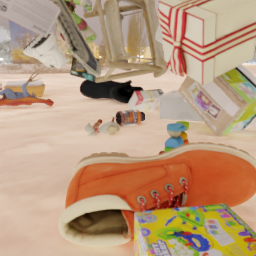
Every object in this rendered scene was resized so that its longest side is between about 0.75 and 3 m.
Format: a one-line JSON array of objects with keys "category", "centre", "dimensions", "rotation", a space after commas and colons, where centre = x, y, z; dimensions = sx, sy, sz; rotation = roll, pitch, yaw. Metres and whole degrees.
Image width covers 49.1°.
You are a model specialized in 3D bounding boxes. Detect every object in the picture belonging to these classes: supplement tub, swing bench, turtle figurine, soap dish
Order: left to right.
[{"category": "soap dish", "centre": [-5.630, -2.157, 15.429], "dimensions": [2.059, 0.836, 1.620], "rotation": [-4, 14, -16]}, {"category": "turtle figurine", "centre": [-1.979, -3.499, 9.291], "dimensions": [2.433, 1.751, 2.359], "rotation": [23, -16, 32]}, {"category": "swing bench", "centre": [0.068, -3.389, 10.447], "dimensions": [2.831, 2.816, 1.837], "rotation": [-9, -5, -20]}, {"category": "supplement tub", "centre": [0.083, -0.319, 8.542], "dimensions": [0.864, 0.462, 0.462], "rotation": [-8, 16, -29]}]

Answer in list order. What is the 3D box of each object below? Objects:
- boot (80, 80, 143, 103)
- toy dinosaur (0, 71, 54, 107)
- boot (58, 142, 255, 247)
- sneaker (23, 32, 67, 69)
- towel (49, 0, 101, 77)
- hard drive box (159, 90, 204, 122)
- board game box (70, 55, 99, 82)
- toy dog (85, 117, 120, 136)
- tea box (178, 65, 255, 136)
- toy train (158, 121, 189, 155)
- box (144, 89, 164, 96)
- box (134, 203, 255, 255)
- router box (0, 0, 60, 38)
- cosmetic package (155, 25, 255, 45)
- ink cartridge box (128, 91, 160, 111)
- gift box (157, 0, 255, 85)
[{"category": "boot", "centre": [-0.854, -1.848, 13.502], "dimensions": [2.866, 1.094, 2.408], "rotation": [4, 8, -12]}, {"category": "toy dinosaur", "centre": [-4.395, -1.094, 11.709], "dimensions": [2.275, 2.507, 1.316], "rotation": [25, -20, 15]}, {"category": "boot", "centre": [0.407, 0.808, 3.184], "dimensions": [2.372, 0.890, 1.272], "rotation": [-7, 16, 7]}, {"category": "sneaker", "centre": [-2.752, -2.499, 9.332], "dimensions": [0.974, 1.051, 2.593], "rotation": [-47, 32, -5]}, {"category": "towel", "centre": [-1.477, -2.406, 6.429], "dimensions": [0.419, 2.427, 2.337], "rotation": [-28, -1, 4]}, {"category": "hard drive box", "centre": [2.153, -0.834, 9.943], "dimensions": [1.631, 0.804, 2.093], "rotation": [4, 14, 19]}, {"category": "board game box", "centre": [-1.644, -2.256, 10.418], "dimensions": [1.221, 0.826, 0.172], "rotation": [21, 17, 33]}, {"category": "toy dog", "centre": [-0.678, -0.079, 7.527], "dimensions": [0.947, 0.456, 0.625], "rotation": [-3, 14, -12]}, {"category": "tea box", "centre": [2.726, -0.929, 7.804], "dimensions": [1.770, 1.202, 1.799], "rotation": [-12, 54, -35]}, {"category": "toy train", "centre": [1.084, 0.208, 5.613], "dimensions": [0.574, 0.785, 1.357], "rotation": [8, 16, 27]}, {"category": "box", "centre": [0.856, -1.206, 11.570], "dimensions": [1.073, 0.846, 0.267], "rotation": [-13, 62, -42]}, {"category": "box", "centre": [0.576, 1.117, 2.249], "dimensions": [0.909, 0.576, 0.944], "rotation": [-2, 14, -9]}, {"category": "router box", "centre": [-2.158, -2.073, 3.540], "dimensions": [1.848, 0.503, 2.059], "rotation": [35, 11, 14]}, {"category": "cosmetic package", "centre": [2.328, -2.939, 7.398], "dimensions": [2.310, 1.933, 1.921], "rotation": [-20, 47, -42]}, {"category": "ink cartridge box", "centre": [0.637, -1.032, 10.772], "dimensions": [1.031, 0.748, 0.430], "rotation": [-7, 57, -26]}, {"category": "gift box", "centre": [1.300, -1.701, 5.093], "dimensions": [1.391, 1.375, 1.490], "rotation": [-28, 39, -15]}]
